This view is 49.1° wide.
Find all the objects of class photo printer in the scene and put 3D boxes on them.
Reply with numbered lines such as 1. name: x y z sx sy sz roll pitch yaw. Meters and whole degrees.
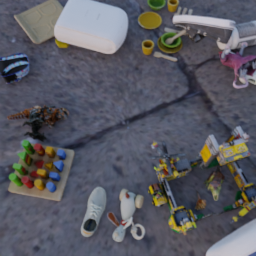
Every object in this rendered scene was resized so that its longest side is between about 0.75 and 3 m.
1. photo printer: -1.159 -3.530 9.664 2.251 0.782 1.873 16 58 -1

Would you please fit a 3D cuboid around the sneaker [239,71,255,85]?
1. sneaker: 4.293 -1.677 9.079 1.417 0.498 0.568 -2 68 7

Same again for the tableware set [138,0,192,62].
1. tableware set: 1.219 -3.731 10.127 1.911 0.435 2.837 17 64 9

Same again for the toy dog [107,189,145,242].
1. toy dog: -0.071 2.109 6.957 0.852 0.622 1.292 -9 59 16

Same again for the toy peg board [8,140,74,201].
1. toy peg board: -2.369 1.058 7.504 1.435 0.705 1.441 9 64 5

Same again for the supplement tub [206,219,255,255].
1. supplement tub: 3.201 3.366 5.518 2.133 2.133 2.942 -26 67 -13

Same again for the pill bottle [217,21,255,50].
1. pill bottle: 3.832 -3.158 9.623 1.393 0.793 0.793 -13 63 -7

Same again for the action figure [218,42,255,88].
1. action figure: 3.502 -2.109 9.057 1.067 1.186 1.593 -8 29 -19

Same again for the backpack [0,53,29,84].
1. backpack: -3.655 -1.959 9.093 0.945 0.636 0.863 -22 65 -10

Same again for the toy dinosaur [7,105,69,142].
1. toy dinosaur: -2.639 -0.255 8.279 1.663 0.850 1.129 -16 43 10

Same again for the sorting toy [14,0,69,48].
1. sorting toy: -2.795 -3.635 10.178 1.787 0.321 2.399 -32 69 -18

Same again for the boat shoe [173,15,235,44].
1. boat shoe: 2.411 -3.260 9.390 0.866 0.820 2.476 -8 26 -40

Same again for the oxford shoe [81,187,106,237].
1. oxford shoe: -0.851 2.119 7.107 0.471 0.362 1.253 21 65 -4

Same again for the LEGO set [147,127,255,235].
1. LEGO set: 2.008 1.235 6.839 2.937 1.702 2.259 -9 63 -5
